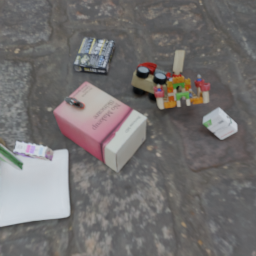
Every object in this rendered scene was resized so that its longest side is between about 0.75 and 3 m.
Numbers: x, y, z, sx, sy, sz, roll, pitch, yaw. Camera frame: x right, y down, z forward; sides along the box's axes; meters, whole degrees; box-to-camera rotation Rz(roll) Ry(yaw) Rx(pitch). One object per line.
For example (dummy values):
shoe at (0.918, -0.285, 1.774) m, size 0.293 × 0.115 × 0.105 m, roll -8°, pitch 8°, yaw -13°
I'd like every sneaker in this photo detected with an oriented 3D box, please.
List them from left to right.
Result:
sneaker at (-1.860, -0.876, 9.591) m, size 0.770 × 0.315 × 0.297 m, roll 19°, pitch 101°, yaw 13°

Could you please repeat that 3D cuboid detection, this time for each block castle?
block castle at (1.918, -1.354, 10.248) m, size 1.934 × 0.907 × 1.293 m, roll -8°, pitch 17°, yaw 6°

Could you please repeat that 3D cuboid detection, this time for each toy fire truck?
toy fire truck at (1.487, -2.368, 12.009) m, size 2.039 × 1.491 × 2.317 m, roll 22°, pitch 43°, yaw 10°

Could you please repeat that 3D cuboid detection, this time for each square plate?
square plate at (-3.269, 2.021, 9.597) m, size 2.501 × 0.356 × 2.477 m, roll -7°, pitch 56°, yaw -5°

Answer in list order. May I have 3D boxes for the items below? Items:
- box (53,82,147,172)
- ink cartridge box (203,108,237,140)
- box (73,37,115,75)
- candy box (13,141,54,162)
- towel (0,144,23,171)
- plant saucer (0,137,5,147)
box at (-0.969, -0.071, 10.233) m, size 2.848 × 1.552 × 1.821 m, roll 31°, pitch 63°, yaw 20°
ink cartridge box at (3.433, -0.140, 10.468) m, size 1.040 × 0.759 × 0.438 m, roll 38°, pitch 42°, yaw -17°
box at (-1.560, -3.382, 13.076) m, size 1.566 × 0.477 × 1.943 m, roll 8°, pitch 57°, yaw 4°
candy box at (-2.813, 0.721, 8.437) m, size 0.945 × 0.793 × 0.338 m, roll 9°, pitch 74°, yaw 4°
towel at (-4.836, 0.415, 8.553) m, size 2.982 × 2.275 × 0.349 m, roll 16°, pitch 66°, yaw 18°
plant saucer at (-5.647, 0.681, 9.776) m, size 2.499 × 0.368 × 2.499 m, roll 16°, pitch 23°, yaw -7°
